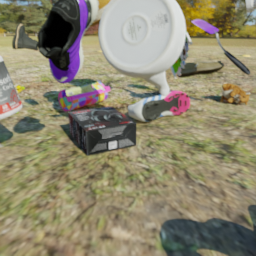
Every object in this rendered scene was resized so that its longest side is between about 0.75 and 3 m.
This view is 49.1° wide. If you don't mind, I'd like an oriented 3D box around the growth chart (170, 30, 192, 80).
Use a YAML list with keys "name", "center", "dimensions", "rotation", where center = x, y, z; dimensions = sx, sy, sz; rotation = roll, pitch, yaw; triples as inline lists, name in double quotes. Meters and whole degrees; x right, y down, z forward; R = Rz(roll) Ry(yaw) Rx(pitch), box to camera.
- name: "growth chart"
  center: [1.884, -2.726, 10.271]
  dimensions: [0.149, 1.685, 1.219]
  rotation: [-2, 51, -20]

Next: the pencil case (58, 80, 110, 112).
- name: "pencil case"
  center: [-1.729, -1.283, 11.114]
  dimensions: [0.927, 0.927, 2.099]
  rotation: [16, 28, 37]

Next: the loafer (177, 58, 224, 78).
- name: "loafer"
  center: [2.759, -2.384, 10.806]
  dimensions: [1.793, 0.605, 0.682]
  rotation: [-7, -6, 7]

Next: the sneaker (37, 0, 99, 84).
- name: "sneaker"
  center: [-1.213, -1.408, 4.863]
  dimensions: [0.689, 1.981, 0.985]
  rotation: [32, 49, 2]

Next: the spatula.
- name: "spatula"
  center: [3.444, -2.979, 10.181]
  dimensions: [2.828, 0.291, 0.799]
  rotation: [51, 47, 5]

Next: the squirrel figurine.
- name: "squirrel figurine"
  center: [4.562, -1.391, 11.643]
  dimensions: [1.077, 0.816, 1.153]
  rotation: [26, 35, 38]

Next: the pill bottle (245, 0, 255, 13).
- name: "pill bottle"
  center: [3.654, -3.376, 7.120]
  dimensions: [1.215, 0.703, 0.703]
  rotation: [-5, 16, 27]

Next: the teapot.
- name: "teapot"
  center: [0.436, -2.245, 6.838]
  dimensions: [2.176, 2.204, 1.610]
  rotation: [34, 17, 16]

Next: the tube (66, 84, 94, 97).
- name: "tube"
  center: [-1.422, -1.098, 8.239]
  dimensions: [0.800, 0.208, 0.232]
  rotation: [-12, 7, 7]

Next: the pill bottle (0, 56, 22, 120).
- name: "pill bottle"
  center: [-2.979, -1.002, 5.904]
  dimensions: [0.933, 1.610, 0.933]
  rotation: [-14, 22, 6]

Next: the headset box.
- name: "headset box"
  center: [-0.803, -0.011, 7.906]
  dimensions: [1.405, 0.729, 1.888]
  rotation: [-9, 24, -24]

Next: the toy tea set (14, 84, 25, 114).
- name: "toy tea set"
  center: [-4.346, -0.601, 9.604]
  dimensions: [1.273, 0.792, 2.141]
  rotation: [-26, 20, 43]

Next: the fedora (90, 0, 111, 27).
- name: "fedora"
  center: [-0.630, -3.408, 7.482]
  dimensions: [1.698, 0.692, 1.698]
  rotation: [-26, 30, 17]

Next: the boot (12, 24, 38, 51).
- name: "boot"
  center: [-2.885, -2.566, 8.064]
  dimensions: [0.692, 0.387, 1.000]
  rotation: [5, 57, -12]

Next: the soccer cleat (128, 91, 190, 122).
- name: "soccer cleat"
  center: [1.105, -0.816, 9.877]
  dimensions: [2.574, 0.899, 1.111]
  rotation: [-14, 15, -40]
